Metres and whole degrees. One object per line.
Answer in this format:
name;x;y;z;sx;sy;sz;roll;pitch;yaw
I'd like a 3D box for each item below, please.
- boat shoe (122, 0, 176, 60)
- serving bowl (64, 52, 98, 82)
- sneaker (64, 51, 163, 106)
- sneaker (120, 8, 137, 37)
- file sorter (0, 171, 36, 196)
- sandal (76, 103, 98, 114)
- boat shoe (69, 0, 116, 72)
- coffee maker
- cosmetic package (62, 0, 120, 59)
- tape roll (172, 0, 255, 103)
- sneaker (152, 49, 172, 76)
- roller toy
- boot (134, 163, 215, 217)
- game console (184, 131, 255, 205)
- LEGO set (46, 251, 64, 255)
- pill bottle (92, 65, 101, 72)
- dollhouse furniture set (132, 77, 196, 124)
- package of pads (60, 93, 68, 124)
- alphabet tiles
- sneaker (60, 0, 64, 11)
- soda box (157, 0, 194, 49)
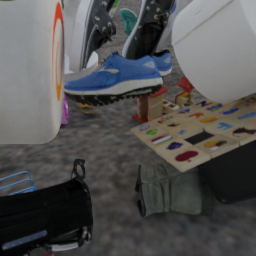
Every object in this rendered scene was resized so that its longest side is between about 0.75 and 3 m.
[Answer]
boat shoe;0.648;-2.632;7.009;0.856;2.495;0.706;12;27;-30
serving bowl;-2.531;-2.238;10.626;2.811;0.925;2.811;2;36;-1
sneaker;-0.413;-1.146;6.463;2.301;0.904;1.026;-10;78;4
sneaker;0.053;-2.842;7.769;0.404;1.043;0.415;5;62;26
file sorter;-2.127;1.510;5.520;0.789;0.697;1.137;-18;38;-24
sandal;-1.379;-0.726;9.069;0.421;0.283;1.047;-23;41;-29
boat shoe;-0.606;-2.050;5.557;0.783;0.826;2.363;12;59;-8
coffee maker;-1.487;1.384;4.664;1.555;1.493;1.047;-7;-4;-31
cosmetic package;-1.353;-3.662;9.086;1.114;2.627;1.413;43;42;6
tape roll;1.841;-1.491;4.564;1.903;1.903;1.307;-30;2;-35
sneaker;0.423;-2.773;11.207;2.679;1.194;1.052;-4;35;-4
roller toy;-2.176;-1.032;4.673;2.031;2.906;2.651;1;-9;-8
boot;0.972;0.905;6.305;1.597;0.828;2.444;2;35;6
game console;2.553;0.813;6.265;1.444;2.182;2.481;-40;35;14
LEGO set;-1.829;2.316;4.728;1.661;0.471;1.078;-6;35;-31
pill bottle;-0.530;-1.307;7.146;0.752;0.422;0.422;27;43;33
dollhouse furniture set;1.153;-0.992;8.695;2.148;1.156;0.874;-28;44;-34
package of pads;-2.596;-0.592;8.298;1.566;0.943;0.592;-2;36;-2
alphabet tiles;1.561;-0.180;4.773;2.657;0.100;2.221;-21;17;-11
sneaker;-2.094;-3.869;8.043;0.483;1.205;0.424;30;47;3
soda box;1.615;-4.071;9.140;0.921;2.904;0.991;44;50;9
